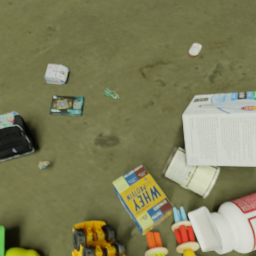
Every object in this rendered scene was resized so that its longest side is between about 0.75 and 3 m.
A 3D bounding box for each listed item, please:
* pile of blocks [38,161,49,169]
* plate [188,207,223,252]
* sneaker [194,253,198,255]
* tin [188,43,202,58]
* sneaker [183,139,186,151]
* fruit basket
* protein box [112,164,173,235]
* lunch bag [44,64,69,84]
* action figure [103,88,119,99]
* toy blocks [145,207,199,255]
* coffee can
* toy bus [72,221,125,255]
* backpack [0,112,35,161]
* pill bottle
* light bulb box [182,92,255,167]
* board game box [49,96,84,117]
[{"bbox_3d":[-3.243,1.463,10.878,0.234,0.754,0.310,18,73,-33],"label":"pile of blocks"},{"bbox_3d":[2.452,3.195,8.841,0.206,1.273,1.276,-13,68,-20],"label":"plate"},{"bbox_3d":[2.913,4.708,9.288,1.933,0.714,0.782,27,42,18],"label":"sneaker"},{"bbox_3d":[3.374,-3.912,14.132,0.525,0.196,0.937,29,65,10],"label":"tin"},{"bbox_3d":[2.513,0.776,11.478,0.471,0.426,1.107,17,63,4],"label":"sneaker"},{"bbox_3d":[-4.173,4.528,8.989,2.658,1.917,2.658,30,44,-33],"label":"fruit basket"},{"bbox_3d":[0.485,2.533,9.732,1.200,1.766,1.779,-32,66,-13],"label":"protein box"},{"bbox_3d":[-3.333,-2.524,13.143,0.945,0.601,0.801,8,65,1],"label":"lunch bag"},{"bbox_3d":[-0.720,-1.537,12.845,0.768,0.210,0.453,31,63,12],"label":"action figure"},{"bbox_3d":[1.423,3.848,9.510,1.833,0.798,2.199,-10,47,1],"label":"toy blocks"},{"bbox_3d":[2.316,1.637,10.490,1.784,1.306,1.306,27,65,14],"label":"coffee can"},{"bbox_3d":[-1.067,4.171,8.837,1.276,1.805,1.880,5,14,-31],"label":"toy bus"},{"bbox_3d":[-4.844,0.382,10.980,1.932,1.715,1.455,-21,41,-6],"label":"backpack"},{"bbox_3d":[4.075,3.103,9.279,2.892,1.623,1.623,-13,62,-11],"label":"pill bottle"},{"bbox_3d":[3.714,-0.058,9.882,2.974,1.856,2.948,-2,18,22],"label":"light bulb box"},{"bbox_3d":[-2.737,-0.983,12.537,1.421,0.200,0.961,3,62,1],"label":"board game box"}]
